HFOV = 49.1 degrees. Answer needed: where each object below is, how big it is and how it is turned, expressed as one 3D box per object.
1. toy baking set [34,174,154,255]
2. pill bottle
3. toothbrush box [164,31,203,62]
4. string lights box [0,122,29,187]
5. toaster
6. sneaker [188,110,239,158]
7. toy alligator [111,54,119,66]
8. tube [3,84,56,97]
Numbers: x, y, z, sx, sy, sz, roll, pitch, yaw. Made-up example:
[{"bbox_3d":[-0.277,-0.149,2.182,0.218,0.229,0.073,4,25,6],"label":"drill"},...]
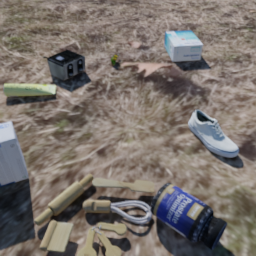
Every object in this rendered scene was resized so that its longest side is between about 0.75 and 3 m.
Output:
[{"bbox_3d":[-0.684,1.966,6.501,2.140,0.324,2.789,25,45,24],"label":"toy baking set"},{"bbox_3d":[1.304,1.911,6.090,1.505,0.842,0.842,27,46,31],"label":"pill bottle"},{"bbox_3d":[2.635,-4.004,13.632,1.382,0.805,1.888,-4,40,-4],"label":"toothbrush box"},{"bbox_3d":[-4.056,0.957,6.813,2.798,1.438,0.825,-16,41,-19],"label":"string lights box"},{"bbox_3d":[-2.691,-2.737,12.021,1.358,0.806,1.228,27,45,30],"label":"toaster"},{"bbox_3d":[2.529,0.134,8.466,0.709,0.687,1.942,-21,43,-25],"label":"sneaker"},{"bbox_3d":[-0.639,-3.202,12.946,0.247,0.340,1.026,22,38,-6],"label":"toy alligator"},{"bbox_3d":[-3.737,-1.463,10.722,1.865,0.484,0.541,-1,76,-9],"label":"tube"}]
